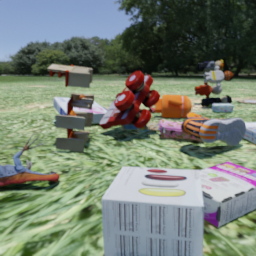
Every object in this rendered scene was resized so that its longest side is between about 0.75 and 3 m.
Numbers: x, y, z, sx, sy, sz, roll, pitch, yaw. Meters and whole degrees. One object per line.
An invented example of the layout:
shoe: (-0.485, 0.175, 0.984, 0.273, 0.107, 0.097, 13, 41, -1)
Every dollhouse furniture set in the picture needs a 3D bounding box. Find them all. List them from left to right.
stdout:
dollhouse furniture set: (-2.085, -0.825, 10.134, 1.420, 2.726, 2.756, 5, 23, -2)
dollhouse furniture set: (0.281, -0.372, 11.701, 0.745, 1.078, 1.141, 1, -5, -29)

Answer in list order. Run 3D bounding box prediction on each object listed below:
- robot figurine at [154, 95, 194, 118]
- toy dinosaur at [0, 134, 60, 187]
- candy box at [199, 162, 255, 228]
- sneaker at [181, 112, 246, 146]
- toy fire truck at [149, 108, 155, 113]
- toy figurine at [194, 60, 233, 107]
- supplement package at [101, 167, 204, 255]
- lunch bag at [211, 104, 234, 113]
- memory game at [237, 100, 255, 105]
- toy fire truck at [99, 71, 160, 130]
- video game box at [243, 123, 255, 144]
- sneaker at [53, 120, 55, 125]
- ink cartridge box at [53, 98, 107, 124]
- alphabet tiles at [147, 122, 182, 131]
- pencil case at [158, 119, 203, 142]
robot figurine: (2.519, -1.173, 15.276, 2.138, 1.538, 1.247, 2, 43, 4)
toy dinosaur: (-2.720, 1.207, 6.731, 1.896, 2.089, 1.097, 22, -27, 13)
candy box: (2.012, 1.307, 5.915, 1.846, 0.563, 1.259, -8, 15, -32)
sneaker: (2.878, -0.080, 9.660, 2.608, 1.012, 1.461, 8, 12, -39)
toy fire truck: (1.657, -1.105, 17.137, 0.747, 0.258, 1.060, -3, 13, -12)
toy figurine: (5.903, -3.012, 19.161, 2.023, 2.863, 2.908, -3, 31, -1)
supplement package: (0.458, 1.364, 4.564, 1.430, 1.052, 1.368, 1, 13, 11)
lunch bag: (5.783, -1.214, 17.143, 1.216, 0.469, 0.975, 0, 11, 1)
memory game: (9.293, -1.952, 21.131, 2.043, 0.130, 2.043, 1, 13, 0)
toy fire truck: (-0.026, -1.080, 11.537, 2.111, 1.409, 2.514, -7, 47, 47)
video game box: (5.652, 0.218, 10.700, 2.326, 0.544, 2.119, -1, 10, -5)
sneaker: (-3.149, -0.293, 13.428, 0.879, 0.323, 0.518, -12, 9, -9)
ink cartridge box: (-2.066, -0.919, 14.271, 2.934, 0.635, 2.880, -2, 20, -27)
alphabet tiles: (1.751, -0.076, 12.761, 1.857, 0.059, 1.545, 1, 15, 23)
pencil case: (2.103, 0.096, 10.795, 1.839, 0.761, 0.796, 6, 38, 22)
